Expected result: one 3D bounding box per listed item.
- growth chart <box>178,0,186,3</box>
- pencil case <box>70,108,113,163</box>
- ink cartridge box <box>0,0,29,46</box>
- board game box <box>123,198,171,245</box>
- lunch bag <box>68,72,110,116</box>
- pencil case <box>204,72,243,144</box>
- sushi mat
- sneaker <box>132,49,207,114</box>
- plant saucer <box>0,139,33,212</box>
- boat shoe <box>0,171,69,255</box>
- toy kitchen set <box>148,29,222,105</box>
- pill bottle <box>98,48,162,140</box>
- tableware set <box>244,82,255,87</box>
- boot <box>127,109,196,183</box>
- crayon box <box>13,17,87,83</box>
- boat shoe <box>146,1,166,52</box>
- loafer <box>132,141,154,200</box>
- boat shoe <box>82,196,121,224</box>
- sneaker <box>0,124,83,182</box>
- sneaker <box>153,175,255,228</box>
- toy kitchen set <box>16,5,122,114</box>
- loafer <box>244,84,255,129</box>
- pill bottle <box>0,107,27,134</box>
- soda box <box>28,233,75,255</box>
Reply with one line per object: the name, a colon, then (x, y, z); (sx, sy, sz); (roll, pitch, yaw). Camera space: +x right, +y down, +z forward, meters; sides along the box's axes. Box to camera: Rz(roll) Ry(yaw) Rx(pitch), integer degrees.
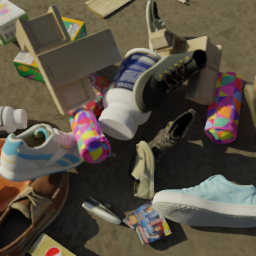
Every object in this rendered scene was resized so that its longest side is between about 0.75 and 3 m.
growth chart: (2.187, -5.754, 11.554); (1.170, 0.143, 1.617); (29, 63, 17)
pencil case: (-0.970, 0.147, 7.051); (0.781, 0.781, 1.766); (-21, 37, -12)
ink cartridge box: (-4.172, -3.588, 9.180); (1.104, 0.630, 2.126); (-38, 56, -19)
board game box: (0.400, 2.275, 6.702); (0.934, 0.288, 0.935); (-19, 60, -10)
lunch bag: (-1.163, -0.926, 8.355); (1.344, 0.625, 1.526); (36, 65, 4)
pencil case: (2.757, -0.613, 8.068); (0.946, 0.946, 2.141); (14, 59, 8)
sushi mat: (-0.521, -5.255, 11.251); (1.169, 0.148, 2.444); (40, 67, 20)
sneaker: (1.042, -1.276, 7.072); (0.840, 1.193, 2.245); (50, 59, -23)
plant saucer: (-3.459, 1.241, 7.299); (2.028, 0.327, 2.028); (0, 60, 0)
boat shoe: (-2.242, 1.915, 6.493); (0.987, 0.936, 2.607); (22, 57, 10)
toy kitchen set: (1.335, -1.705, 8.142); (1.597, 1.957, 1.766); (13, 85, -38)
pill bottle: (0.109, -0.948, 7.981); (1.384, 1.384, 2.492); (18, 61, 10)
tableware set: (4.303, -1.189, 8.839); (1.084, 0.126, 0.905); (-20, 56, -7)
boot: (0.779, 0.440, 6.882); (0.673, 1.693, 1.944); (38, 70, 1)
crayon box: (-2.518, -2.671, 9.383); (1.445, 0.709, 2.433); (16, 61, 9)
boat shoe: (1.001, -3.327, 9.359); (0.621, 0.659, 1.836); (-6, 96, 27)
loafer: (0.335, 1.045, 6.771); (0.493, 0.546, 1.443); (-6, 91, -17)
boat shoe: (-0.608, 1.990, 6.830); (1.034, 0.366, 0.329); (24, 62, 15)
sneaker: (-1.816, 0.450, 6.849); (0.976, 1.030, 2.551); (29, 26, 25)
sneaker: (1.878, 1.653, 6.646); (2.707, 1.001, 1.109); (11, 48, -10)
toy kitchen set: (-1.668, -2.022, 8.136); (2.069, 2.288, 2.536); (-28, 106, -18)
loafer: (3.572, -0.317, 7.226); (0.686, 2.033, 0.773); (-18, 42, 22)
pill bottle: (-3.609, -0.204, 7.901); (1.354, 0.752, 0.752); (-4, 59, -3)
soda box: (-1.368, 2.926, 6.012); (1.558, 0.528, 0.499); (24, 57, 24)
